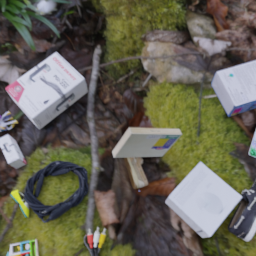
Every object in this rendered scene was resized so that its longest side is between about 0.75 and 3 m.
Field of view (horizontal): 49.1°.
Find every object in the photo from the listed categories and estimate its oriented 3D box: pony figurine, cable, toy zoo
[{"bbox_3d":[-5.101,-0.221,11.158,1.022,0.851,0.987,-36,80,-29],"label":"pony figurine"},{"bbox_3d":[-1.149,4.208,9.418,0.783,0.406,1.613,-2,67,2],"label":"cable"},{"bbox_3d":[-2.570,2.156,10.263,2.341,0.595,1.910,-37,67,-12],"label":"cable"},{"bbox_3d":[-3.616,4.276,9.551,1.065,0.109,0.698,-11,68,-5],"label":"toy zoo"}]

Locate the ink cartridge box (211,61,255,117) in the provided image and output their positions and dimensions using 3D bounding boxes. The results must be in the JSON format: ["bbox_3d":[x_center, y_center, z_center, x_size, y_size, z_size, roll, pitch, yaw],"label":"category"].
[{"bbox_3d":[5.050,-1.723,11.589,2.562,0.978,1.748,-18,68,-5],"label":"ink cartridge box"}]

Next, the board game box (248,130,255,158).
[{"bbox_3d":[5.664,0.688,11.014,1.465,0.190,1.465,23,69,9],"label":"board game box"}]

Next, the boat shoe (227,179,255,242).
[{"bbox_3d":[4.275,2.641,9.840,0.762,0.933,2.526,28,78,6],"label":"boat shoe"}]

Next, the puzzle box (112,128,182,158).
[{"bbox_3d":[0.665,0.542,9.798,2.146,1.428,0.273,2,50,-32],"label":"puzzle box"}]

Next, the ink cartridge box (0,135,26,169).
[{"bbox_3d":[-4.381,0.907,10.582,0.471,0.808,1.110,-28,70,-11],"label":"ink cartridge box"}]

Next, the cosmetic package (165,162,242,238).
[{"bbox_3d":[2.554,2.502,9.754,1.779,1.094,1.773,42,73,16],"label":"cosmetic package"}]

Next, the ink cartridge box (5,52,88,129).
[{"bbox_3d":[-3.254,-1.548,11.456,2.620,1.111,1.908,-41,73,-17],"label":"ink cartridge box"}]

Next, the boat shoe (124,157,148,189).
[{"bbox_3d":[0.241,1.326,10.541,0.606,0.669,1.878,-12,75,-13],"label":"boat shoe"}]

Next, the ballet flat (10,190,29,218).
[{"bbox_3d":[-3.806,2.695,10.094,0.380,0.379,1.133,-34,69,-26],"label":"ballet flat"}]
